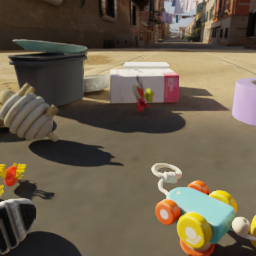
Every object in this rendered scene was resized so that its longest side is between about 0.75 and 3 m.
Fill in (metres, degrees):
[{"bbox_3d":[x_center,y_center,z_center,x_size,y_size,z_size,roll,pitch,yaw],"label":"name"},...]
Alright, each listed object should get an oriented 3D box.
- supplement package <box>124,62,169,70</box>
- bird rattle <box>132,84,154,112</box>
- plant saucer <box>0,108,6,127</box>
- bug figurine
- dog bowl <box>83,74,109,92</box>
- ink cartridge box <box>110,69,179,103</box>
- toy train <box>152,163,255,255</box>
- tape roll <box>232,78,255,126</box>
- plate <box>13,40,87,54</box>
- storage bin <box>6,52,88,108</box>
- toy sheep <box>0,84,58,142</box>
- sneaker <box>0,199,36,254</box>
[{"bbox_3d":[0.925,-2.718,14.543,2.248,1.247,1.751,1,19,2],"label":"supplement package"},{"bbox_3d":[0.418,-1.131,10.262,0.662,0.957,1.174,-29,10,32],"label":"bird rattle"},{"bbox_3d":[-4.256,-0.540,9.061,2.834,0.455,2.834,-1,15,0],"label":"plant saucer"},{"bbox_3d":[-2.779,1.026,5.097,1.653,0.425,1.282,2,25,-6],"label":"bug figurine"},{"bbox_3d":[-1.920,-2.154,13.503,2.163,0.634,2.163,-5,14,1],"label":"dog bowl"},{"bbox_3d":[0.613,-1.859,12.189,2.830,1.171,2.073,-1,19,-3],"label":"ink cartridge box"},{"bbox_3d":[1.685,1.231,4.135,2.713,0.754,2.038,4,18,3],"label":"toy train"},{"bbox_3d":[5.060,-0.898,9.429,2.818,1.197,2.818,1,20,0],"label":"tape roll"},{"bbox_3d":[-3.016,-3.134,11.000,2.785,0.356,2.785,4,13,-1],"label":"plate"},{"bbox_3d":[-3.148,-1.973,11.261,2.177,2.009,2.991,10,21,29],"label":"storage bin"},{"bbox_3d":[-2.598,-0.314,7.410,1.896,1.307,1.307,40,24,-1],"label":"toy sheep"},{"bbox_3d":[-2.155,1.419,3.653,0.786,0.728,1.938,6,18,42],"label":"sneaker"}]
